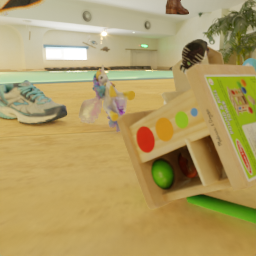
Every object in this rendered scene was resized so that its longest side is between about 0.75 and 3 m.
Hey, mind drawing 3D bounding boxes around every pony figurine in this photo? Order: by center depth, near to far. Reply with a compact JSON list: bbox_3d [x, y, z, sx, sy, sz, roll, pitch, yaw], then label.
[{"bbox_3d":[-0.523,-0.702,7.978,1.524,1.766,1.830,-10,35,-25],"label":"pony figurine"}]

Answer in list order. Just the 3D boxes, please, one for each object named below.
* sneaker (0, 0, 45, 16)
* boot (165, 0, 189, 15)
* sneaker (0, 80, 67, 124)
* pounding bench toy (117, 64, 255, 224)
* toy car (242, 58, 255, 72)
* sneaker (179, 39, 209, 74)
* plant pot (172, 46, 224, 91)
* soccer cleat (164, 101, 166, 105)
[{"bbox_3d":[-1.547,-2.766,4.399,2.780,1.090,1.104,-18,-18,27],"label":"sneaker"},{"bbox_3d":[1.750,-4.619,9.486,0.468,1.456,1.357,16,25,33],"label":"boot"},{"bbox_3d":[-3.183,-0.854,8.878,2.904,1.254,1.127,8,16,29],"label":"sneaker"},{"bbox_3d":[1.018,0.519,3.633,1.304,2.099,1.637,-10,-15,-41],"label":"pounding bench toy"},{"bbox_3d":[4.553,-0.893,9.125,1.937,1.858,2.101,16,42,-18],"label":"toy car"},{"bbox_3d":[1.773,-1.984,7.056,0.570,0.870,1.507,37,-12,6],"label":"sneaker"},{"bbox_3d":[3.294,-2.331,13.072,1.888,2.133,2.131,-14,-6,37],"label":"plant pot"},{"bbox_3d":[2.469,-0.957,9.958,1.257,1.013,2.952,11,20,42],"label":"soccer cleat"}]
